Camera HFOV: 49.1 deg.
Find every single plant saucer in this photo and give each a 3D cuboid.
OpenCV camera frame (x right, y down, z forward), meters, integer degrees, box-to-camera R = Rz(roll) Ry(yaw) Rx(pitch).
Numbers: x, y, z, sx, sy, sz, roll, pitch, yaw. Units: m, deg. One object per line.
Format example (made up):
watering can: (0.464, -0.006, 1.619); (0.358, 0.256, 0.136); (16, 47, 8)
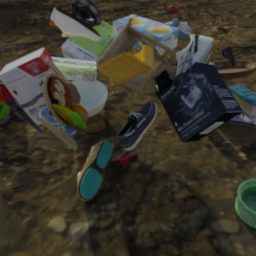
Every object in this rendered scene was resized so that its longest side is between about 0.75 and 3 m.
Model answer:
plant saucer: (4.335, -2.485, 12.154); (2.364, 0.407, 2.364); (-7, 23, 3)

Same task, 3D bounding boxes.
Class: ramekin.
ramekin: (3.835, 2.246, 8.140); (1.412, 0.689, 1.412); (0, 36, 0)

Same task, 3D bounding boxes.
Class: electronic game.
electronic game: (-1.758, -4.794, 11.637); (1.475, 1.475, 0.307); (20, 68, 25)

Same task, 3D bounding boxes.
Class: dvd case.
dvd case: (4.540, -0.939, 12.841); (2.909, 0.232, 2.163); (13, 38, 17)

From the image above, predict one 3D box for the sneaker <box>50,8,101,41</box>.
sneaker: (-1.923, -3.537, 10.158); (1.864, 0.789, 0.679); (26, 28, -15)

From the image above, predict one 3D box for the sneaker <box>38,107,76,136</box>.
sneaker: (-1.917, -0.171, 7.778); (1.145, 0.441, 0.433); (31, 36, -24)

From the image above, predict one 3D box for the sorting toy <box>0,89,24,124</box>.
sorting toy: (-5.299, -0.869, 12.376); (1.364, 0.932, 2.271); (-11, 47, 11)

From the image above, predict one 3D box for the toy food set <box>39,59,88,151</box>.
toy food set: (-1.672, -0.778, 7.708); (0.496, 1.705, 2.470); (-22, 50, 16)

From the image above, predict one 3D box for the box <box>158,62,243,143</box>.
box: (1.963, -0.679, 7.893); (0.967, 1.619, 1.646); (-3, 61, -42)

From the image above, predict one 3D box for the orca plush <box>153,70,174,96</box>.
orca plush: (2.078, -2.380, 14.116); (1.517, 1.025, 2.883); (0, 36, 0)

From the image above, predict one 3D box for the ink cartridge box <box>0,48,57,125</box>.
ink cartridge box: (-2.754, -1.232, 8.776); (1.464, 1.994, 0.827); (-22, 34, 11)

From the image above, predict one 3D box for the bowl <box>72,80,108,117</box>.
bowl: (-1.909, -1.154, 12.370); (2.118, 0.952, 2.118); (-1, 49, 1)

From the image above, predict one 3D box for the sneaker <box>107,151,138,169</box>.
sneaker: (-0.247, 1.101, 9.952); (1.131, 0.400, 0.552); (-17, 33, -16)

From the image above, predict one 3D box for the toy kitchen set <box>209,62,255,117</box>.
toy kitchen set: (4.170, -1.688, 11.653); (2.981, 2.388, 1.756); (-15, 38, -17)

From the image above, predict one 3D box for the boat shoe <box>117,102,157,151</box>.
boat shoe: (0.233, -0.166, 7.016); (0.560, 0.484, 1.543); (-3, 47, 49)

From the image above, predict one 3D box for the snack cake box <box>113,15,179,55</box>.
snack cake box: (0.736, -4.081, 12.215); (2.542, 0.854, 1.462); (29, 47, 28)

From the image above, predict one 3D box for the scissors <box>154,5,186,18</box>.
scissors: (1.590, -4.436, 10.656); (1.234, 0.086, 0.452); (-4, 74, 10)

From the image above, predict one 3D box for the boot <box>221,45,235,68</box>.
boot: (3.676, -2.574, 10.292); (0.397, 0.820, 0.306); (-17, 16, 0)

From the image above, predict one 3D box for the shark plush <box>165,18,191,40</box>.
shark plush: (1.819, -4.349, 12.825); (2.178, 0.907, 0.990); (-1, 4, 24)

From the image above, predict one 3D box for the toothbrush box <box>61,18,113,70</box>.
toothbrush box: (-1.751, -3.939, 13.165); (1.669, 0.987, 2.293); (30, 70, 7)

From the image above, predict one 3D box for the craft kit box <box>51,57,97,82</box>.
craft kit box: (-2.166, -2.237, 10.548); (1.988, 0.482, 1.963); (4, 20, -7)

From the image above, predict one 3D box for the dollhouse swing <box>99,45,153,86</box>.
dollhouse swing: (-0.119, -1.996, 8.114); (1.293, 1.137, 1.175); (-20, 52, 32)

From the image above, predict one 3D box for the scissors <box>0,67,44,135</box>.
scissors: (-3.669, -0.701, 8.678); (1.045, 0.199, 2.858); (-32, 78, -5)

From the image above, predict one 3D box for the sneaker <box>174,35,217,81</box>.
sneaker: (2.124, -2.195, 10.314); (1.153, 0.995, 2.630); (33, 91, 24)

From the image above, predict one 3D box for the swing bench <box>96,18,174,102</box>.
swing bench: (0.198, -2.418, 10.175); (2.036, 1.321, 2.025); (36, 81, -1)

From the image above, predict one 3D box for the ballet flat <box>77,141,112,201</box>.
ballet flat: (-1.201, 1.423, 9.276); (0.768, 0.829, 2.352); (-19, 31, 37)
